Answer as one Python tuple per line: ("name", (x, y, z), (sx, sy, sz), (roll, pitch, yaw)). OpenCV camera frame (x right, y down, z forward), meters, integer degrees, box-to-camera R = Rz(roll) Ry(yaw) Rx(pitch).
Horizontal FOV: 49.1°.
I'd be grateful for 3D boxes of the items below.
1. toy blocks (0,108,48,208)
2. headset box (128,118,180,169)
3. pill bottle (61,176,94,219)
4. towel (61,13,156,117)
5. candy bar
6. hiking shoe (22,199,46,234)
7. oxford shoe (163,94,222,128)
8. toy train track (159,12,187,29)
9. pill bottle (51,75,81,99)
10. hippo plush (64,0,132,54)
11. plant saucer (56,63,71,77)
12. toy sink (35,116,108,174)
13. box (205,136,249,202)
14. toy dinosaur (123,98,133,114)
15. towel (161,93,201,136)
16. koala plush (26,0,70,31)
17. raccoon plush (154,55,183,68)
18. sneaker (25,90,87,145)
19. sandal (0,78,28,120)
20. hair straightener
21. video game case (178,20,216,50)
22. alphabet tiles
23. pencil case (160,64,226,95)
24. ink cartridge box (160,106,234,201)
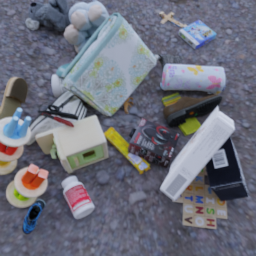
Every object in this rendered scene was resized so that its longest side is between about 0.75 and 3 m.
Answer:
("toy blocks", (-3.142, 0.916, 8.271), (1.005, 2.769, 2.308), (-29, 77, -45))
("headset box", (0.832, 0.489, 9.809), (1.663, 0.624, 1.236), (23, 53, 9))
("pill bottle", (-1.642, 2.201, 8.959), (0.692, 0.692, 1.233), (-27, 64, -14))
("towel", (-0.606, -2.032, 9.816), (2.977, 2.548, 0.717), (-49, 49, 3))
("candy bar", (-0.093, 0.784, 9.994), (0.545, 0.242, 2.185), (-35, 66, -26))
("hiking shoe", (-2.825, 2.616, 8.120), (0.433, 0.505, 1.164), (26, 99, 3))
("oxford shoe", (2.376, -0.881, 10.431), (2.320, 0.843, 0.979), (-18, 54, -9))
("toy train track", (2.146, -5.149, 13.300), (1.564, 0.254, 0.897), (37, 69, 17))
("pill bottle", (-1.887, -1.681, 10.864), (1.956, 1.118, 1.118), (-4, 61, -1))
("hippo plush", (-1.459, -4.721, 11.935), (2.819, 2.245, 2.266), (-14, 63, -7))
("plant saucer", (-1.746, -2.276, 10.873), (2.091, 0.287, 2.091), (0, 22, 0))
("toy sink", (-1.827, 0.682, 9.425), (2.097, 1.367, 1.175), (-19, 63, -11))
("box", (3.016, 1.292, 8.749), (0.969, 1.560, 1.573), (-18, 55, 22))
("toy dinosaur", (-0.107, -1.040, 10.953), (0.579, 0.329, 1.090), (-11, 54, -15))
("towel", (2.054, -0.564, 10.802), (0.781, 0.164, 1.816), (-24, 64, -11))
("koala plush", (-3.789, -5.203, 12.805), (1.911, 1.757, 1.695), (4, 71, 26))
("raccoon plush", (1.691, -2.708, 11.438), (0.791, 0.571, 1.180), (11, 18, 39))
("sneaker", (-2.502, -0.011, 9.998), (2.537, 0.957, 1.460), (-44, 94, -1))
("sandal", (-4.645, -0.396, 10.211), (1.021, 1.138, 3.103), (5, 72, 26))
("hair straightener", (-2.324, -0.512, 9.299), (1.710, 0.350, 0.658), (15, 62, 29))
("video game case", (3.155, -4.269, 12.781), (1.276, 0.290, 1.156), (-32, 67, -18))
("alphabet tiles", (2.361, 2.210, 9.309), (1.769, 0.080, 2.116), (6, 61, 3))
("pencil case", (2.522, -1.903, 10.966), (2.433, 1.104, 1.011), (5, 55, -1))
("ink cartridge box", (2.030, 0.640, 8.143), (0.566, 2.229, 2.530), (37, 110, 8))
